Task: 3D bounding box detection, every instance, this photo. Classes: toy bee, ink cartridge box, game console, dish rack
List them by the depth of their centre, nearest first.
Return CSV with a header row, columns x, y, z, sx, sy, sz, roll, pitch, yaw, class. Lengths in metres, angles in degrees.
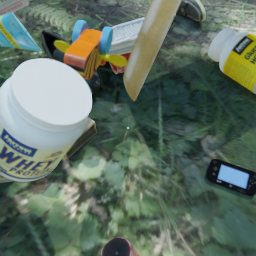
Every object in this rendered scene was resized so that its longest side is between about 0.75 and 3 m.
x,y,z,sx,sy,sz,roll,pitch,yaw,class
-0.628,-1.634,5.871,1.462,1.214,2.233,32,56,17,toy bee
2.829,1.357,6.375,2.089,0.252,1.232,19,55,14,game console
-3.214,-3.539,6.603,0.956,2.819,1.623,40,56,1,ink cartridge box
-1.708,-0.031,7.246,1.389,0.522,1.145,34,59,22,ink cartridge box
-0.017,-2.748,8.611,2.245,0.569,2.615,-7,32,26,dish rack

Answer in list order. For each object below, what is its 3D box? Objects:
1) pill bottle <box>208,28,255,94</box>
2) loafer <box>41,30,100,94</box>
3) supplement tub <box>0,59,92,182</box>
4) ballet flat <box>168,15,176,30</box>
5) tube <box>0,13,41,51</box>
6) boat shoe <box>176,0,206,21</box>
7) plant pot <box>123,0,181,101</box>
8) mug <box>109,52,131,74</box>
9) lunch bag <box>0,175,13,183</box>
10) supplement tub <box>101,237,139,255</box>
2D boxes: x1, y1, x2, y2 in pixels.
x,y,z,sx,sy,sz,roll,pitch,yaw,class
3.580,-1.915,8.157,1.328,1.328,2.362,-34,61,-23,pill bottle
-1.811,-1.973,8.306,0.946,0.978,2.787,-43,59,2,loafer
-1.348,-0.055,4.122,1.229,1.695,1.229,19,50,-24,supplement tub
1.439,-3.925,10.255,0.416,0.416,1.138,22,57,16,ballet flat
-2.495,-1.917,5.625,2.052,0.795,0.517,17,67,41,tube
2.045,-4.639,10.599,0.740,0.805,2.253,-28,59,-6,boat shoe
0.502,-1.737,4.617,0.368,2.682,2.682,25,55,-2,plant pot
0.068,-2.259,8.606,1.204,1.069,0.803,-24,64,-13,mug
-3.706,0.512,6.404,1.929,1.134,1.582,-7,60,-9,lunch bag
-0.031,1.761,3.632,0.414,0.774,0.414,-13,43,12,supplement tub
